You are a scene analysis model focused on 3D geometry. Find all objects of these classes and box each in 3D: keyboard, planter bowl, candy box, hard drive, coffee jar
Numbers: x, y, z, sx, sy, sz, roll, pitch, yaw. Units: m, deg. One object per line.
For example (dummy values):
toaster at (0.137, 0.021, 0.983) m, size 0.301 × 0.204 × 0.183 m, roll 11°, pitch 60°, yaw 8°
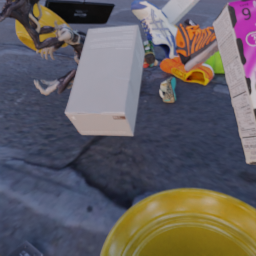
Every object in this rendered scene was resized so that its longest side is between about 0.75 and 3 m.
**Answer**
keyboard at (-1.607, -4.239, 9.701) m, size 2.548 × 1.619 × 0.262 m, roll -13°, pitch 70°, yaw -33°
planter bowl at (1.065, 2.492, 4.297) m, size 3.000 × 1.250 × 3.000 m, roll -1°, pitch 40°, yaw 1°
candy box at (2.998, -0.949, 5.232) m, size 2.031 × 2.979 × 0.909 m, roll -12°, pitch -4°, yaw -1°
hard drive at (-2.071, 2.568, 5.227) m, size 0.560 × 0.176 × 0.831 m, roll 22°, pitch 40°, yaw 29°
planter bowl at (-2.931, -3.097, 9.201) m, size 2.239 × 2.239 × 0.932 m, roll 20°, pitch 79°, yaw 27°
coffee jar at (0.679, -2.424, 9.012) m, size 0.323 × 0.395 × 0.758 m, roll -13°, pitch 57°, yaw 16°

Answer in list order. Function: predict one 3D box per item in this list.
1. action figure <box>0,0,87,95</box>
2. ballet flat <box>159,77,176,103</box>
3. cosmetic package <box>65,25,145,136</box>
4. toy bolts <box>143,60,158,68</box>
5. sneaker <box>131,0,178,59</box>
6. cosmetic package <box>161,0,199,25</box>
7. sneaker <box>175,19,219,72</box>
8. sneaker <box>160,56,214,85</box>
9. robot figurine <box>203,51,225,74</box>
action figure at (-1.566, -1.731, 6.470) m, size 1.521 × 2.981 × 1.771 m, roll -33°, pitch 43°, yaw 18°
ballet flat at (1.549, -1.527, 11.036) m, size 0.632 × 0.569 × 1.679 m, roll -5°, pitch 36°, yaw 13°
cosmetic package at (-0.338, -0.880, 5.154) m, size 1.061 × 0.895 × 1.986 m, roll 3°, pitch 64°, yaw 15°
toy bolts at (1.038, -3.438, 13.622) m, size 0.701 × 0.966 × 1.011 m, roll -5°, pitch 52°, yaw -19°
sneaker at (0.945, -3.361, 9.679) m, size 2.366 × 1.043 × 0.891 m, roll 35°, pitch -1°, yaw -14°
cosmetic package at (2.128, -4.781, 10.506) m, size 0.695 × 1.877 × 0.954 m, roll 50°, pitch 24°, yaw -1°
sneaker at (1.945, -2.466, 7.208) m, size 0.819 × 2.112 × 1.183 m, roll -22°, pitch 81°, yaw -43°
sneaker at (2.434, -2.515, 12.195) m, size 2.474 × 0.903 × 0.954 m, roll 19°, pitch 49°, yaw 31°
robot figurine at (4.505, -3.082, 12.684) m, size 2.116 × 1.224 × 1.857 m, roll 2°, pitch 21°, yaw 4°
